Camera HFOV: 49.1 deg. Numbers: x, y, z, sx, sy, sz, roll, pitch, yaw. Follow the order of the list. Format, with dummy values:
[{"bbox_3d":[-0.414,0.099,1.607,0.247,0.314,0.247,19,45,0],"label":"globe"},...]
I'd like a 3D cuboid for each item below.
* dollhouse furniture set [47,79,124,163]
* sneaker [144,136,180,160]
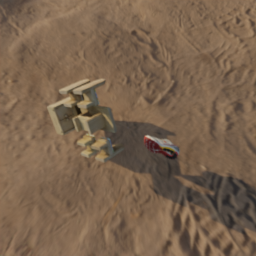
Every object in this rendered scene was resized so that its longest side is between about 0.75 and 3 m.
[{"bbox_3d":[-1.129,-0.461,8.979,1.686,2.224,2.537,-31,27,-35],"label":"dollhouse furniture set"},{"bbox_3d":[1.087,0.596,9.133,1.254,0.488,0.515,26,39,18],"label":"sneaker"}]
